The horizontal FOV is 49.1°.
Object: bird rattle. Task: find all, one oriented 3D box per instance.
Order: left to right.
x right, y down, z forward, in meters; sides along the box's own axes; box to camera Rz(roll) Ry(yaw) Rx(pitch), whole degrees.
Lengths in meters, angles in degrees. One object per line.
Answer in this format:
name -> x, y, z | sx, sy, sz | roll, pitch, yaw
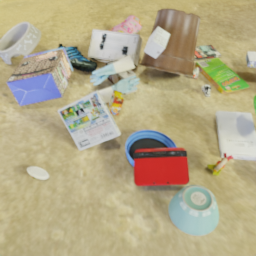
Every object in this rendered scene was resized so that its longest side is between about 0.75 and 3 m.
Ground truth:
bird rattle -> 3.151, 1.244, 9.442 | 0.513, 0.911, 0.743 | 52, 18, 10

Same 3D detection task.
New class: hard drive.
hard drive -> 4.175, 0.258, 10.767 | 1.393, 0.282, 2.111 | 4, 52, 5

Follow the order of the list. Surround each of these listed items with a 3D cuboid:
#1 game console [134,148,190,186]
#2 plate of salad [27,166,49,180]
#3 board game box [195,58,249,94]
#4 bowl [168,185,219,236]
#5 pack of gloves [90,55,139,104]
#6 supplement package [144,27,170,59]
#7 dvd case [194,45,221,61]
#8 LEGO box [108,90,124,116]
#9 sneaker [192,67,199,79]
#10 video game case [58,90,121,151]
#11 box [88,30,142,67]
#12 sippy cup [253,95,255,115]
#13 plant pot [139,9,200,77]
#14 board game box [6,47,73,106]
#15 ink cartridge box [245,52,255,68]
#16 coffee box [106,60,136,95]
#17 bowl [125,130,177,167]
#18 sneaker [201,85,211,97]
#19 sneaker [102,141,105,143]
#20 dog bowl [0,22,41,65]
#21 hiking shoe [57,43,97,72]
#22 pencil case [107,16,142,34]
game console -> 1.080, 1.250, 9.310 | 1.725, 1.024, 1.486 | -3, 1, 6
plate of salad -> -3.060, 1.552, 9.471 | 0.761, 0.183, 0.761 | 26, 13, -6
board game box -> 4.621, -2.585, 13.936 | 1.341, 0.421, 2.808 | -14, 42, -13
bowl -> 2.015, 2.324, 8.407 | 1.543, 0.807, 1.543 | -1, 43, 1
pack of gloves -> -0.676, -2.184, 12.477 | 2.196, 0.433, 1.845 | -24, 65, 7
supplement package -> 1.180, -3.493, 11.519 | 0.614, 0.799, 0.835 | 28, 63, -14
dvd case -> 4.189, -4.263, 15.864 | 1.744, 0.192, 1.273 | -11, 44, -10
LEGO box -> -0.517, -1.067, 11.832 | 0.381, 0.735, 0.987 | 16, 23, -15
sneaker -> 3.335, -2.831, 14.199 | 0.416, 0.313, 0.890 | 17, 47, -4
video game case -> -1.406, -0.205, 9.930 | 1.877, 1.711, 0.207 | -21, 12, 29
box -> -0.670, -4.075, 14.301 | 2.540, 1.482, 0.764 | 11, 3, 16
sippy cup -> 5.303, -0.598, 9.438 | 1.550, 1.661, 2.115 | -21, 0, 38
plant pot -> 2.082, -3.938, 13.022 | 2.649, 2.623, 2.649 | 12, 14, -3
board game box -> -3.842, -2.340, 12.575 | 2.051, 1.246, 2.573 | -11, 37, 9
ink cartridge box -> 6.288, -3.132, 12.929 | 1.514, 0.381, 0.825 | 5, 47, 9
coffee box -> -0.345, -2.430, 13.360 | 0.666, 0.955, 1.671 | -25, 48, -23
bowl -> 0.831, 0.862, 10.119 | 1.910, 0.375, 1.910 | 5, 44, -5
sneaker -> 3.665, -1.872, 13.063 | 0.328, 0.534, 0.821 | 3, 43, 2
sneaker -> -1.168, -0.390, 11.282 | 0.799, 0.813, 2.112 | -10, 44, -9
dog bowl -> -5.902, -4.610, 14.980 | 2.579, 0.756, 2.579 | -17, 51, 22
hiking shoe -> -2.708, -3.649, 14.333 | 2.637, 0.981, 1.143 | 18, 84, 17
pencil case -> -0.281, -5.728, 16.710 | 1.177, 1.177, 2.692 | 23, 48, 23
